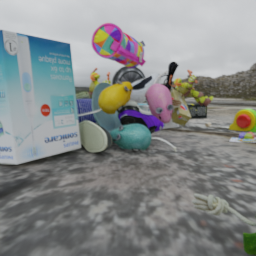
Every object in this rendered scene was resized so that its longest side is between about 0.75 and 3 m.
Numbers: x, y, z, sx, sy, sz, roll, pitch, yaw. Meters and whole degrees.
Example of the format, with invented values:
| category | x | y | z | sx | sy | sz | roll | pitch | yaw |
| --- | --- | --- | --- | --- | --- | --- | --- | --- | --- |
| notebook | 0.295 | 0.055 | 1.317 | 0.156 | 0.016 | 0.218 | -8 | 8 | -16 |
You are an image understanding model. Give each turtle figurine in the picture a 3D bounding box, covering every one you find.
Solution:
| category | x | y | z | sx | sy | sz | roll | pitch | yaw |
| --- | --- | --- | --- | --- | --- | --- | --- | --- | --- |
| turtle figurine | 2.519 | -1.524 | 11.312 | 1.783 | 0.712 | 2.211 | 33 | -12 | -8 |
| turtle figurine | -1.141 | -1.349 | 11.063 | 0.794 | 1.987 | 2.464 | -18 | 15 | -21 |

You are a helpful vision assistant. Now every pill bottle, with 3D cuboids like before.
| category | x | y | z | sx | sy | sz | roll | pitch | yaw |
| --- | --- | --- | --- | --- | --- | --- | --- | --- | --- |
| pill bottle | -1.788 | -0.291 | 9.417 | 2.353 | 1.362 | 1.362 | -3 | 8 | -20 |

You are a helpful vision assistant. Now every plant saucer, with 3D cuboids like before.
| category | x | y | z | sx | sy | sz | roll | pitch | yaw |
| --- | --- | --- | --- | --- | --- | --- | --- | --- | --- |
| plant saucer | -0.635 | -0.502 | 8.718 | 0.349 | 1.814 | 1.814 | -17 | -2 | 31 |

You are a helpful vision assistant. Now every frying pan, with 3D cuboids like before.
| category | x | y | z | sx | sy | sz | roll | pitch | yaw |
| --- | --- | --- | --- | --- | --- | --- | --- | --- | --- |
| frying pan | -0.271 | -1.526 | 12.260 | 1.621 | 2.680 | 0.436 | 44 | -6 | -21 |

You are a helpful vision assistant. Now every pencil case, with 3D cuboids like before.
| category | x | y | z | sx | sy | sz | roll | pitch | yaw |
| --- | --- | --- | --- | --- | --- | --- | --- | --- | --- |
| pencil case | -0.182 | -2.304 | 8.110 | 0.990 | 0.990 | 2.240 | 3 | 6 | 21 |

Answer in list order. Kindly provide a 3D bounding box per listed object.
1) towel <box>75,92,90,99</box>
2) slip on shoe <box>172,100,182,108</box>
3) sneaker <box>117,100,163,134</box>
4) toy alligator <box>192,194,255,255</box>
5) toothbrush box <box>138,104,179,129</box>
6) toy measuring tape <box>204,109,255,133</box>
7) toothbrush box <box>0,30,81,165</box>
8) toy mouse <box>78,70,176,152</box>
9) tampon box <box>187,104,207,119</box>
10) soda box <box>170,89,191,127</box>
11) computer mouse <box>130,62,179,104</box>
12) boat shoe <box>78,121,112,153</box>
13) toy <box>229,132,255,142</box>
| category | x | y | z | sx | sy | sz | roll | pitch | yaw |
| --- | --- | --- | --- | --- | --- | --- | --- | --- | --- |
| towel | -1.966 | -0.738 | 10.164 | 1.432 | 1.062 | 0.261 | -17 | 51 | 4 |
| slip on shoe | 1.598 | -0.847 | 10.887 | 0.964 | 0.366 | 0.292 | -11 | -35 | 6 |
| sneaker | 0.472 | 0.007 | 9.065 | 0.805 | 1.152 | 2.316 | -30 | -29 | 28 |
| toy alligator | 1.743 | 1.055 | 2.282 | 0.939 | 0.681 | 2.834 | 27 | -21 | -38 |
| toothbrush box | 0.881 | -0.562 | 12.661 | 1.729 | 1.007 | 2.361 | -6 | 9 | -42 |
| toy measuring tape | 4.456 | -0.367 | 11.697 | 0.971 | 0.971 | 2.640 | -7 | 11 | -43 |
| toothbrush box | -2.352 | -0.682 | 6.746 | 1.186 | 2.781 | 2.036 | -1 | 5 | 32 |
| toy mouse | 0.410 | -0.350 | 7.609 | 2.939 | 2.612 | 0.569 | -39 | -15 | -11 |
| tampon box | 3.860 | -1.001 | 16.630 | 1.334 | 0.842 | 0.999 | -3 | 8 | -21 |
| soda box | 2.043 | -0.850 | 11.477 | 0.563 | 0.532 | 1.661 | 19 | 38 | -20 |
| computer mouse | 0.984 | -1.669 | 11.657 | 2.948 | 0.647 | 1.616 | -32 | -21 | -27 |
| boat shoe | -0.969 | 0.188 | 7.863 | 0.777 | 0.825 | 2.297 | -2 | 5 | -29 |
| toy | 3.965 | 0.296 | 9.057 | 1.228 | 0.290 | 0.707 | 4 | 8 | 27 |
